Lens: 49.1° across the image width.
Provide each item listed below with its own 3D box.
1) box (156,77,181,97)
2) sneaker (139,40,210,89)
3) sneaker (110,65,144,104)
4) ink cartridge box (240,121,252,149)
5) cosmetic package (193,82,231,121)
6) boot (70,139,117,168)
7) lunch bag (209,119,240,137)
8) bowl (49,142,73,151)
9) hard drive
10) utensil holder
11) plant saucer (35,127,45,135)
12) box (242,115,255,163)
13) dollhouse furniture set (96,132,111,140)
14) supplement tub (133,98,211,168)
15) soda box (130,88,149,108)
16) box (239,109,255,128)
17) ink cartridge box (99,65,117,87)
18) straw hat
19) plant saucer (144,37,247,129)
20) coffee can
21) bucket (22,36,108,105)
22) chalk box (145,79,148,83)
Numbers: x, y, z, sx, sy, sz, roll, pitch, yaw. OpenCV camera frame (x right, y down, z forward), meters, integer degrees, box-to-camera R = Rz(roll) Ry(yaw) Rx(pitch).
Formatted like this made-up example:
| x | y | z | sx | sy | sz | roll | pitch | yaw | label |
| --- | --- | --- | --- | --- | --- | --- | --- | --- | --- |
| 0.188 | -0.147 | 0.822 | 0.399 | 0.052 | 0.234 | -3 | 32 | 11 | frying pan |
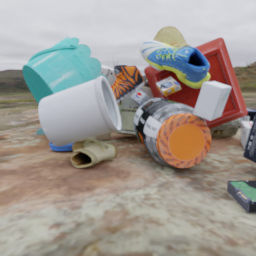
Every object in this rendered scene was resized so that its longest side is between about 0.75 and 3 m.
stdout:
| x | y | z | sx | sy | sz | roll | pitch | yaw | label |
| --- | --- | --- | --- | --- | --- | --- | --- | --- | --- |
| 1.276 | -1.366 | 9.070 | 0.566 | 0.197 | 0.950 | -25 | 32 | -1 | box |
| 1.509 | -2.284 | 8.773 | 2.540 | 0.962 | 1.334 | 31 | -17 | 11 | sneaker |
| -0.409 | -1.499 | 9.491 | 1.901 | 1.065 | 0.738 | -35 | 29 | -17 | sneaker |
| 4.918 | 0.293 | 9.519 | 1.967 | 0.827 | 1.436 | 3 | 10 | 16 | ink cartridge box |
| 2.017 | -0.658 | 6.697 | 0.489 | 0.793 | 0.796 | 26 | 23 | 30 | cosmetic package |
| -1.273 | 0.720 | 7.992 | 1.556 | 0.566 | 1.209 | 10 | 14 | 30 | boot |
| 3.643 | -0.174 | 11.587 | 1.466 | 1.051 | 1.787 | 1 | 5 | 6 | lunch bag |
| -2.082 | 0.592 | 9.438 | 1.106 | 0.217 | 1.106 | -1 | 6 | 0 | bowl |
| 2.797 | 1.307 | 5.406 | 1.448 | 0.274 | 1.012 | 0 | 10 | -2 | hard drive |
| -1.295 | -0.412 | 7.733 | 1.821 | 1.547 | 1.547 | -16 | 7 | 10 | utensil holder |
| -3.493 | -0.049 | 13.198 | 0.962 | 0.261 | 2.751 | -1 | 11 | -2 | plant saucer |
| 3.994 | 0.552 | 6.226 | 1.645 | 1.160 | 2.223 | 12 | 8 | -11 | box |
| -2.103 | -0.484 | 11.249 | 2.475 | 1.757 | 1.961 | -3 | 10 | -19 | dollhouse furniture set |
| 1.175 | 0.083 | 8.086 | 1.711 | 1.711 | 2.793 | -1 | 10 | -8 | supplement tub |
| 0.507 | -0.887 | 9.631 | 0.427 | 0.396 | 1.250 | 38 | 0 | 23 | soda box |
| 5.487 | -0.503 | 13.979 | 1.406 | 0.867 | 1.395 | 0 | 9 | 1 | box |
| -1.245 | -1.700 | 10.531 | 0.773 | 1.339 | 1.835 | 25 | 15 | 20 | ink cartridge box |
| 1.938 | -2.534 | 10.434 | 2.500 | 2.500 | 1.058 | -9 | 14 | -40 | straw hat |
| 2.406 | -1.240 | 9.833 | 2.954 | 2.960 | 0.543 | -21 | 11 | 9 | plant saucer |
| 0.316 | -0.702 | 10.985 | 1.455 | 1.988 | 1.455 | 7 | -4 | 0 | coffee can |
| -2.236 | -1.556 | 9.975 | 1.898 | 2.917 | 2.917 | -37 | 28 | -26 | bucket |
| 1.957 | -2.047 | 13.360 | 1.693 | 2.731 | 1.705 | -19 | 27 | 30 | chalk box |
